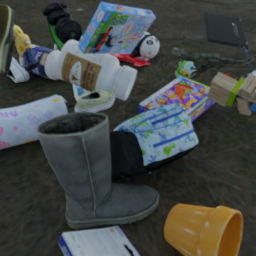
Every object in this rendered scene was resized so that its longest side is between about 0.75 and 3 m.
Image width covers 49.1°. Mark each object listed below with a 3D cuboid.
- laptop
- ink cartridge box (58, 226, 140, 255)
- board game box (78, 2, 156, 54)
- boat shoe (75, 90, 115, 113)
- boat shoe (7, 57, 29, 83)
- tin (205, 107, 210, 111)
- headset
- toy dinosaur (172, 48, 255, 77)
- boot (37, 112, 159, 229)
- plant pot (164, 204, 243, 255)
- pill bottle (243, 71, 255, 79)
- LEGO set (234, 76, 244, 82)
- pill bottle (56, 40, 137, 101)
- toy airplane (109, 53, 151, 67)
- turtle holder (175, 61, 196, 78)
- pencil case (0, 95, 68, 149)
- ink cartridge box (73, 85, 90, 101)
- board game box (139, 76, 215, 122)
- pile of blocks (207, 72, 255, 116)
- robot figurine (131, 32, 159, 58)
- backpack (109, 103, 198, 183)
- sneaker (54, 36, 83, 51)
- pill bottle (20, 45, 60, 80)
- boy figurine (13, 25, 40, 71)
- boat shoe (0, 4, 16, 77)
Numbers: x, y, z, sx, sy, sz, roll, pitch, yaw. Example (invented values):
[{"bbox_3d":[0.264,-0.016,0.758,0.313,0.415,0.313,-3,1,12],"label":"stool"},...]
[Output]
[{"bbox_3d":[3.104,-2.569,8.621,1.782,1.033,1.669,10,49,-1],"label":"laptop"},{"bbox_3d":[-0.435,2.767,5.816,1.590,0.323,1.587,11,22,-43],"label":"ink cartridge box"},{"bbox_3d":[-0.274,-2.512,7.290,1.779,1.345,0.325,-16,67,-45],"label":"board game box"},{"bbox_3d":[-0.676,-0.635,6.247,0.463,0.399,1.285,30,35,16],"label":"boat shoe"},{"bbox_3d":[-5.399,-2.713,12.892,2.107,0.775,0.703,32,46,34],"label":"boat shoe"},{"bbox_3d":[2.776,-0.871,10.957,0.863,0.181,0.483,3,36,8],"label":"tin"},{"bbox_3d":[-2.268,-3.990,10.448,1.323,2.816,1.739,-29,78,-24],"label":"headset"},{"bbox_3d":[2.478,-1.927,8.174,2.474,0.587,1.090,2,-7,3],"label":"toy dinosaur"},{"bbox_3d":[-0.493,0.932,6.332,2.589,2.847,1.033,-11,28,-16],"label":"boot"},{"bbox_3d":[1.551,2.274,6.008,1.305,1.425,1.425,10,35,40],"label":"plant pot"},{"bbox_3d":[3.331,-1.156,7.645,0.896,0.537,0.537,-42,52,-22],"label":"pill bottle"},{"bbox_3d":[5.039,-2.103,12.345,0.820,0.475,0.630,-13,39,-17],"label":"LEGO set"},{"bbox_3d":[-0.931,-1.688,8.514,2.209,1.263,1.263,23,40,4],"label":"pill bottle"},{"bbox_3d":[-0.028,-3.555,14.188,2.702,0.497,2.702,6,23,-3],"label":"toy airplane"},{"bbox_3d":[2.644,-2.664,12.853,1.028,0.781,0.730,-22,59,-39],"label":"turtle holder"},{"bbox_3d":[-3.417,-0.175,9.094,2.965,1.345,1.232,-14,6,-20],"label":"pencil case"},{"bbox_3d":[-1.518,-1.551,11.350,1.273,0.797,0.818,-14,39,-17],"label":"ink cartridge box"},{"bbox_3d":[1.904,-0.936,10.552,1.721,0.573,2.559,30,52,33],"label":"board game box"},{"bbox_3d":[2.659,-0.729,5.774,2.031,0.834,0.631,20,61,41],"label":"pile of blocks"},{"bbox_3d":[0.684,-4.440,14.648,2.019,1.517,1.260,39,9,29],"label":"robot figurine"},{"bbox_3d":[0.671,0.352,7.866,2.707,2.208,2.081,-3,76,-24],"label":"backpack"},{"bbox_3d":[-2.652,-4.795,15.378,2.791,1.071,1.553,-11,47,-4],"label":"sneaker"},{"bbox_3d":[-3.631,-2.935,12.748,2.352,1.305,1.305,18,41,23],"label":"pill bottle"},{"bbox_3d":[-2.964,-2.306,7.888,0.422,1.309,0.814,-31,8,-37],"label":"boy figurine"},{"bbox_3d":[-3.112,-2.114,6.955,0.630,1.762,0.579,25,17,20],"label":"boat shoe"}]
